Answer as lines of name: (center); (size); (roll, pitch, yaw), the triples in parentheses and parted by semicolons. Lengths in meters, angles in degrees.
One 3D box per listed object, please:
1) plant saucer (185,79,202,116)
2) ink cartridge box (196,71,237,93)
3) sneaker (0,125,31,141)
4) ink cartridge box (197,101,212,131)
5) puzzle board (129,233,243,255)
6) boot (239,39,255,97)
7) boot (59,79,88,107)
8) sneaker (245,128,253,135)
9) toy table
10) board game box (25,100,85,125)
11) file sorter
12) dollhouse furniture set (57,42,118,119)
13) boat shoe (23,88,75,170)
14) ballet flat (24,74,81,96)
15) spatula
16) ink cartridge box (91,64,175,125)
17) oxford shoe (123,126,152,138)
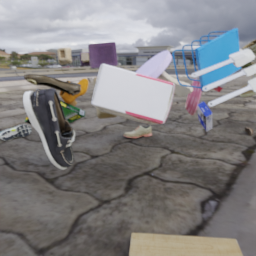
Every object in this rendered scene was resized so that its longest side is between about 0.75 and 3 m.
plant saucer: (2.961, -1.469, 12.627); (0.454, 1.789, 1.789); (15, 18, 7)
ink cartridge box: (3.588, -2.310, 11.190); (1.154, 1.590, 0.663); (30, 64, 5)
sneaker: (-5.638, 0.196, 13.950); (1.626, 0.630, 0.647); (-15, 13, -42)
ink cartridge box: (2.314, -0.325, 8.429); (0.228, 1.032, 0.485); (-28, 61, 3)
puzzle board: (1.162, 2.788, 5.554); (2.358, 0.205, 1.777); (1, 17, 5)
boot: (3.160, -1.505, 6.925); (1.547, 1.196, 0.558); (-32, 15, 52)
boot: (-2.325, -1.755, 12.128); (0.556, 1.581, 1.132); (17, -20, 22)
sneaker: (6.360, 0.159, 14.540); (0.339, 0.316, 0.898); (4, 17, 3)
toy table: (1.138, -1.662, 10.661); (2.565, 1.502, 2.357); (-48, 22, -29)
board game box: (-2.473, -0.363, 9.331); (1.095, 0.245, 2.090); (27, -32, -37)
file sorter: (2.364, -2.085, 8.420); (1.777, 1.233, 1.090); (-31, 31, -26)
dollhouse furniture set: (-1.381, -1.704, 10.711); (2.119, 2.674, 1.898); (-6, 9, 0)
boat shoe: (-1.675, 0.081, 6.734); (0.719, 2.383, 0.880); (-12, 37, 4)
ballet flat: (-2.294, -1.304, 8.593); (1.745, 0.405, 0.588); (10, -3, -28)
spatula: (2.261, -1.108, 6.161); (1.585, 1.102, 0.127); (-22, -21, -5)
ink cartridge box: (0.113, -0.818, 8.059); (1.918, 1.084, 2.618); (15, -1, 0)
oxford shoe: (0.470, 0.173, 14.020); (1.525, 0.563, 0.540); (-8, 18, -26)
